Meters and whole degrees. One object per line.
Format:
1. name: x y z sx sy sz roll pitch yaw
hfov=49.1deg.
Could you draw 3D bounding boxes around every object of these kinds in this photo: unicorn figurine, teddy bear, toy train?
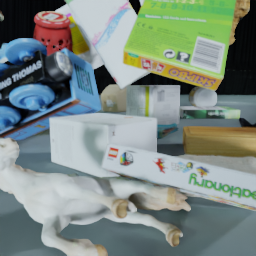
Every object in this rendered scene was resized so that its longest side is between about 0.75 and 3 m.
1. unicorn figurine: -0.397 0.539 2.313 1.335 0.718 1.943 11 -18 44
2. teddy bear: 2.705 -2.852 7.913 0.717 2.149 1.558 21 23 -5
3. toy train: -2.052 -0.486 5.334 2.984 1.293 1.705 -22 -21 23

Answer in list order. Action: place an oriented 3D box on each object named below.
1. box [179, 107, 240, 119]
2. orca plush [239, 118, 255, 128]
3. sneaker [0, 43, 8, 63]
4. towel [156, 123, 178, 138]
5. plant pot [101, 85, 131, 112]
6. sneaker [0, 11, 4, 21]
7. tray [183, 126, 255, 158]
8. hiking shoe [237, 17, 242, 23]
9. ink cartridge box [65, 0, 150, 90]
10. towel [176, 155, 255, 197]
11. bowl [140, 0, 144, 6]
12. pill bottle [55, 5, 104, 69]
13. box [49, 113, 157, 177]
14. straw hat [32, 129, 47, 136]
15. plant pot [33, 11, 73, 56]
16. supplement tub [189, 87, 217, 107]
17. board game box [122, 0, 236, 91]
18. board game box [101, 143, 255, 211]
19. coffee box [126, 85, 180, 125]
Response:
1. box: 3.199 -0.632 11.426 2.182 0.397 1.575 -1 9 3
2. orca plush: 4.301 -0.316 7.603 2.525 0.898 1.329 0 9 0
3. sneaker: -2.549 -1.393 5.414 0.763 0.343 0.299 -30 34 13
4. towel: 0.177 0.005 7.771 2.109 0.229 1.547 4 9 24
5. plant pot: -0.620 -1.367 13.684 1.282 1.283 1.136 5 20 28
6. sneaker: -3.805 -2.458 6.908 0.727 1.925 0.678 35 -30 -24
7. tray: 2.297 0.256 5.501 2.348 0.435 1.158 2 9 8
8. hiking shoe: 3.038 -3.719 9.894 1.015 1.349 2.680 14 -41 -26
9. ink cartridge box: -0.384 -2.245 6.460 1.143 2.611 1.898 -34 8 3
10. towel: 1.377 0.615 3.574 1.709 0.295 1.132 2 8 13
11. bowl: 0.534 -2.187 4.998 0.378 0.842 0.842 -12 3 24
12. pill bottle: -1.802 -3.658 11.193 1.322 2.537 1.322 -21 30 13
13. box: -0.424 0.211 4.600 1.449 0.770 1.103 8 12 43
14. straw hat: -2.649 -0.220 7.731 1.434 1.434 0.607 -1 -31 -4
15. plant pot: -2.465 -3.112 9.263 1.283 1.168 1.283 8 39 -6
16. supplement tub: 3.993 -1.609 14.958 1.201 1.201 1.660 0 9 -1
17. board game box: 0.931 -1.855 4.239 1.302 2.725 0.409 17 -26 4
18. board game box: 0.576 0.495 2.693 1.474 0.255 0.930 11 -12 16
19. coffee box: 0.799 -0.749 9.153 1.277 1.279 1.265 -8 12 -41
